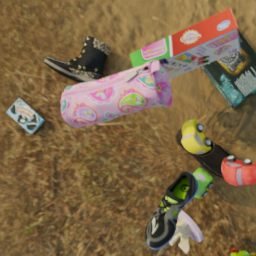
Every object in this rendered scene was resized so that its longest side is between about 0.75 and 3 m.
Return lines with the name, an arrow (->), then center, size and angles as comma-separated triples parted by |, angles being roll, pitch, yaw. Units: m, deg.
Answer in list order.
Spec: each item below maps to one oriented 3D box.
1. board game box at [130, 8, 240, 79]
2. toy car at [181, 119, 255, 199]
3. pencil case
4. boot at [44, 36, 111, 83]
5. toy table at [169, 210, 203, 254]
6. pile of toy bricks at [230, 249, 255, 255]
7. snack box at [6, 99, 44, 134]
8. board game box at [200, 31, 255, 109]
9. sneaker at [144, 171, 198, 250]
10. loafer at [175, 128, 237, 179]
board game box -> 1.615, -2.034, 7.559 | 2.595, 1.986, 0.523 | -19, 82, 22
toy car -> 1.918, 1.119, 7.005 | 0.498, 2.102, 2.233 | -24, 52, -35
pencil case -> -0.322, -0.822, 6.966 | 2.830, 1.237, 1.237 | -12, 86, 27
boot -> -1.735, -2.492, 9.963 | 2.100, 0.769, 1.582 | 22, 88, -2
toy table -> 1.484, 2.930, 8.008 | 0.679, 1.066, 1.159 | -31, 44, -25
pile of toy bricks -> 3.865, 4.712, 9.384 | 2.575, 1.429, 1.271 | -13, 52, 8
snack box -> -3.699, -0.417, 10.104 | 1.189, 0.220, 0.690 | 41, 87, 2
board game box -> 3.695, -2.325, 10.149 | 1.852, 0.386, 2.738 | -36, 87, -2
sneaker -> 0.947, 1.834, 6.516 | 0.700, 0.819, 1.976 | 22, 67, 37
loafer -> 2.791, 0.934, 9.655 | 2.606, 0.930, 0.951 | 33, 87, 2
